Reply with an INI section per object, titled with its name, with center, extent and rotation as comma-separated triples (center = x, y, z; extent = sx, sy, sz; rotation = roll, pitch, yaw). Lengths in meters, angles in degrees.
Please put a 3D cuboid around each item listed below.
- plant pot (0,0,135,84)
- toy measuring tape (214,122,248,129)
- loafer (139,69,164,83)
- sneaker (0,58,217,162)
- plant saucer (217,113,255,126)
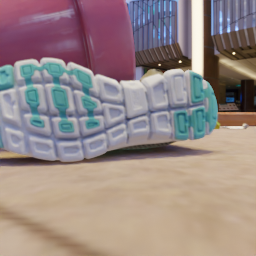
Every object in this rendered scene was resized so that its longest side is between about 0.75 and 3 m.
[plant pot]
center = -1.281, -1.236, 4.318
extent = 2.116, 2.365, 2.365
rotation = -14, 8, -16
[toy measuring tape]
center = 2.413, -0.260, 7.665
extent = 1.638, 0.603, 0.603
rotation = 1, 4, 10
[loafer]
center = 0.556, -0.822, 6.010
extent = 0.844, 0.749, 2.220
rotation = 23, 18, -14
[sneaker]
center = -0.345, -0.075, 3.367
extent = 2.734, 1.061, 1.247
rotation = 2, -14, -21
[plant saucer]
center = 3.433, -0.337, 10.026
extent = 2.678, 0.432, 2.678
rotation = -1, 4, 0
